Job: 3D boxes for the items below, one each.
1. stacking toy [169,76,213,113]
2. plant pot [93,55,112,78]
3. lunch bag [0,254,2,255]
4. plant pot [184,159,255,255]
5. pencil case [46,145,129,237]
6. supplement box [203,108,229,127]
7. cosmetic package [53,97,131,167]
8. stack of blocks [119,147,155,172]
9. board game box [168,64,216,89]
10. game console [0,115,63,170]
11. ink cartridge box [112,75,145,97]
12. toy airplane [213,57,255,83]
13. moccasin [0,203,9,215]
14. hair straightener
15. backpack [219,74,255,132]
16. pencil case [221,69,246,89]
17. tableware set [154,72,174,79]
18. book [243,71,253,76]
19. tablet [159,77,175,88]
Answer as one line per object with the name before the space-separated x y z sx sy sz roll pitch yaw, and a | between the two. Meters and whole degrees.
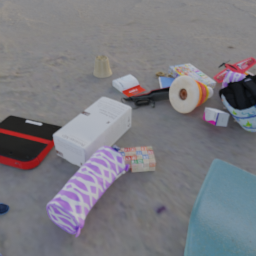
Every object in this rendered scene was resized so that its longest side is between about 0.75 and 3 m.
stacking toy | 2.982 -1.466 12.104 2.127 1.554 1.554 -7 36 -37
plant pot | -1.325 -3.161 14.265 0.963 0.882 0.963 0 40 0
lunch bag | -3.655 3.294 6.828 0.661 0.413 0.878 24 57 25
plant pot | 2.380 2.570 6.294 2.265 2.259 2.307 25 53 27
pencil case | -1.098 1.718 8.166 1.178 1.157 2.756 36 49 8
supplement box | 3.389 -0.425 10.865 0.516 0.506 0.999 6 14 -17
cosmetic package | -1.194 0.087 10.178 1.428 1.040 2.810 21 43 24
stack of blocks | 0.183 1.073 9.453 1.368 0.401 0.788 -3 39 -4
board game box | 3.066 -2.458 13.609 1.348 0.343 2.005 -14 44 -28
game console | -3.977 0.456 10.298 2.589 0.402 2.290 12 37 14
ink cartridge box | 0.043 -2.016 13.310 1.063 0.314 1.328 -24 44 -27
toy airplane | 5.483 -2.517 13.537 2.558 0.470 2.558 -5 49 6
moccasin | -3.921 2.298 8.014 0.958 0.327 0.386 -2 39 -3
hair straightener | 0.895 -1.292 12.276 2.403 0.492 0.925 -7 39 -8
backpack | 4.732 -0.968 10.811 1.958 1.846 2.401 -22 11 15
pencil case | 5.466 -1.716 12.427 2.622 1.100 1.121 24 16 25
tableware set | 1.886 -2.672 14.190 1.048 0.210 0.692 20 43 22
book | 5.823 -2.418 13.877 1.043 0.251 0.697 -29 49 -29
tablet | 2.429 -2.022 13.332 1.871 0.128 1.217 5 39 -5
